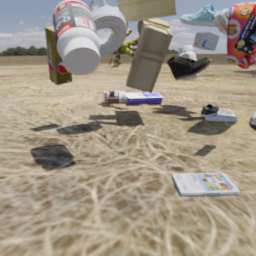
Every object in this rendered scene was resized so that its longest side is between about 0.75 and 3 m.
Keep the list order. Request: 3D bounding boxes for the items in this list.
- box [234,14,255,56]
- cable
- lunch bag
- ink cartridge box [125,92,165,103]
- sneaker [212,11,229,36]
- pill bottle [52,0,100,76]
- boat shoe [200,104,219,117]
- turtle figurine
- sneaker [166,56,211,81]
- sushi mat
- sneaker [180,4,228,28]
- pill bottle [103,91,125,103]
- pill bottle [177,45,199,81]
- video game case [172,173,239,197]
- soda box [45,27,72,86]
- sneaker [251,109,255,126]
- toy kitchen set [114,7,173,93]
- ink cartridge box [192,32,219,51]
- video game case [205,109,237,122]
[{"bbox_3d":[3.213,-2.411,7.346,0.256,0.883,1.111,33,22,26],"label":"box"},{"bbox_3d":[-0.870,-3.235,9.491,1.776,1.776,0.615,11,45,-44],"label":"cable"},{"bbox_3d":[4.303,-3.215,9.949,1.076,2.313,2.626,16,32,33],"label":"lunch bag"},{"bbox_3d":[0.842,-1.638,15.542,1.981,0.434,2.000,-2,14,-6],"label":"ink cartridge box"},{"bbox_3d":[3.970,-3.902,11.029,1.797,0.656,0.636,39,-11,-33],"label":"sneaker"},{"bbox_3d":[-1.266,-2.229,6.920,1.047,1.047,1.807,-5,54,-17],"label":"pill bottle"},{"bbox_3d":[3.607,-0.815,12.172,0.497,0.468,1.385,12,19,40],"label":"boat shoe"},{"bbox_3d":[-0.088,-4.075,13.628,2.070,2.567,0.827,21,-4,42],"label":"turtle figurine"},{"bbox_3d":[2.569,-2.793,12.172,1.908,1.014,0.714,-18,30,43],"label":"sneaker"},{"bbox_3d":[0.634,-4.314,9.852,2.088,0.999,0.126,-2,39,19],"label":"sushi mat"},{"bbox_3d":[3.327,-4.915,12.190,2.175,0.891,0.804,15,29,25],"label":"sneaker"},{"bbox_3d":[-0.743,-1.692,15.339,1.175,0.671,0.671,-1,16,-2],"label":"pill bottle"},{"bbox_3d":[2.902,-3.158,13.670,0.874,1.542,0.874,-9,-3,-1],"label":"pill bottle"},{"bbox_3d":[1.685,1.248,6.236,1.238,0.112,0.886,-1,16,-3],"label":"video game case"},{"bbox_3d":[-2.434,-2.536,9.874,0.656,1.937,0.620,-21,40,-34],"label":"soda box"},{"bbox_3d":[5.561,-0.740,11.151,1.128,1.191,2.948,8,19,20],"label":"sneaker"},{"bbox_3d":[0.207,-3.303,11.428,2.218,2.453,2.719,14,30,-9],"label":"toy kitchen set"},{"bbox_3d":[3.443,-3.843,12.464,0.649,0.661,0.897,9,11,-27],"label":"ink cartridge box"},{"bbox_3d":[4.026,-0.580,12.448,1.262,0.159,1.762,2,17,10],"label":"video game case"}]
